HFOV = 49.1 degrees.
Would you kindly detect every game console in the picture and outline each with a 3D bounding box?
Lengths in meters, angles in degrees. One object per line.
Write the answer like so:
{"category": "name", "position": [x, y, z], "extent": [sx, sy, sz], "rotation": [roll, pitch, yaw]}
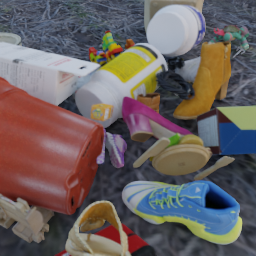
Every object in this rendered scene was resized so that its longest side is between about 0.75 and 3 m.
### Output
{"category": "game console", "position": [-0.523, 2.863, 4.457], "extent": [2.265, 1.344, 1.952], "rotation": [-21, 12, -25]}

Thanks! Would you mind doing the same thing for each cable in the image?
{"category": "cable", "position": [1.297, -1.266, 8.104], "extent": [1.118, 0.348, 1.371], "rotation": [11, 34, -14]}

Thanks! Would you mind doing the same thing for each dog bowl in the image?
{"category": "dog bowl", "position": [-5.417, -3.183, 11.562], "extent": [2.101, 0.775, 2.101], "rotation": [0, 38, 0]}

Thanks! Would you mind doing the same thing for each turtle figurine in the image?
{"category": "turtle figurine", "position": [4.510, -3.949, 12.330], "extent": [1.697, 1.141, 2.267], "rotation": [20, 37, 23]}

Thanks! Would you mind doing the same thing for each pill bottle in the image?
{"category": "pill bottle", "position": [1.797, -3.639, 10.490], "extent": [1.782, 1.782, 2.978], "rotation": [15, 27, 18]}
{"category": "pill bottle", "position": [-0.165, -1.297, 8.460], "extent": [1.572, 1.572, 2.751], "rotation": [26, 51, 29]}

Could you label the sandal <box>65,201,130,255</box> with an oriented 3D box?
{"category": "sandal", "position": [-0.321, 1.447, 3.836], "extent": [0.940, 2.564, 0.843], "rotation": [9, 82, -11]}

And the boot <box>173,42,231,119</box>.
{"category": "boot", "position": [2.164, -1.477, 8.176], "extent": [2.604, 1.864, 0.916], "rotation": [-30, 34, -36]}

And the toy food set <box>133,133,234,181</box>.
{"category": "toy food set", "position": [1.096, 0.571, 5.748], "extent": [1.827, 1.261, 0.367], "rotation": [17, 49, -27]}

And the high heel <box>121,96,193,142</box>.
{"category": "high heel", "position": [0.821, -0.094, 7.001], "extent": [2.314, 0.779, 1.110], "rotation": [9, 53, -34]}

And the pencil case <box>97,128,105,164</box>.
{"category": "pencil case", "position": [-0.748, 0.431, 6.684], "extent": [0.379, 0.904, 0.386], "rotation": [6, 16, 12]}

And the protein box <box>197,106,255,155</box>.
{"category": "protein box", "position": [2.598, 0.099, 6.661], "extent": [1.509, 1.026, 1.520], "rotation": [-2, -4, -2]}

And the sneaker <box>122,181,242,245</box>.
{"category": "sneaker", "position": [1.009, 1.333, 5.458], "extent": [2.434, 1.279, 0.922], "rotation": [13, 46, 18]}

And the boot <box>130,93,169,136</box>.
{"category": "boot", "position": [0.691, -0.412, 7.655], "extent": [1.504, 1.167, 0.577], "rotation": [-7, 28, -32]}

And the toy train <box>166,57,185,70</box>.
{"category": "toy train", "position": [1.097, -2.192, 9.960], "extent": [1.906, 0.436, 0.325], "rotation": [-4, 23, 36]}

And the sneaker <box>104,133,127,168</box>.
{"category": "sneaker", "position": [-0.243, 0.534, 7.207], "extent": [0.514, 0.467, 1.162], "rotation": [-1, 38, -21]}

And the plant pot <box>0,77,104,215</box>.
{"category": "plant pot", "position": [-1.961, 0.482, 5.781], "extent": [2.492, 2.563, 2.563], "rotation": [18, 41, 7]}

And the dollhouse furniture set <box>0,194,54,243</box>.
{"category": "dollhouse furniture set", "position": [-1.995, 1.401, 5.254], "extent": [1.235, 1.449, 0.707], "rotation": [18, 46, 22]}

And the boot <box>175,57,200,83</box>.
{"category": "boot", "position": [2.963, -2.171, 10.037], "extent": [2.407, 0.885, 1.151], "rotation": [-27, 36, -17]}

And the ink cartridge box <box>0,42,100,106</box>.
{"category": "ink cartridge box", "position": [-2.405, -1.409, 7.442], "extent": [2.938, 0.980, 1.702], "rotation": [14, 23, 4]}

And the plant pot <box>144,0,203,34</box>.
{"category": "plant pot", "position": [2.102, -5.654, 13.192], "extent": [2.926, 2.930, 2.594], "rotation": [5, 50, 7]}

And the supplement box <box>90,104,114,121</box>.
{"category": "supplement box", "position": [-0.572, -0.360, 6.259], "extent": [0.307, 0.317, 0.921], "rotation": [12, 7, 8]}

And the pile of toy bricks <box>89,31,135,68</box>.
{"category": "pile of toy bricks", "position": [-0.641, -2.890, 10.067], "extent": [1.259, 1.120, 2.269], "rotation": [-20, 7, -23]}

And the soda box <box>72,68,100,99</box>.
{"category": "soda box", "position": [-1.434, -1.576, 9.768], "extent": [0.531, 0.494, 1.557], "rotation": [9, 39, 11]}
